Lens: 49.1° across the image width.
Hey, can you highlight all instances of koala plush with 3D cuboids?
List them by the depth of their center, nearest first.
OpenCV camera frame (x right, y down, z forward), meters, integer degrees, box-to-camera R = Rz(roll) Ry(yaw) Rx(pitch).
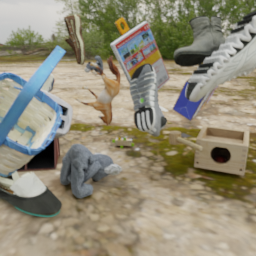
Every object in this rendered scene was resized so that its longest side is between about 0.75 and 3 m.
[{"bbox_3d":[-1.011,1.111,8.091,1.488,1.367,1.319,1,15,-38],"label":"koala plush"},{"bbox_3d":[-1.580,-2.762,12.679,0.792,0.727,0.702,2,59,25],"label":"koala plush"}]

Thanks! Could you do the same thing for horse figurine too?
[{"bbox_3d":[-0.584,-0.857,6.520,1.029,1.552,0.387,35,29,7],"label":"horse figurine"}]

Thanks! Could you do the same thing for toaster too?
[{"bbox_3d":[-2.041,-0.255,6.280,1.126,0.991,1.743,-8,-27,44],"label":"toaster"}]

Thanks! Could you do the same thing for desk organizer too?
[{"bbox_3d":[-3.807,0.778,9.245,2.911,1.044,1.121,-3,21,-8],"label":"desk organizer"}]

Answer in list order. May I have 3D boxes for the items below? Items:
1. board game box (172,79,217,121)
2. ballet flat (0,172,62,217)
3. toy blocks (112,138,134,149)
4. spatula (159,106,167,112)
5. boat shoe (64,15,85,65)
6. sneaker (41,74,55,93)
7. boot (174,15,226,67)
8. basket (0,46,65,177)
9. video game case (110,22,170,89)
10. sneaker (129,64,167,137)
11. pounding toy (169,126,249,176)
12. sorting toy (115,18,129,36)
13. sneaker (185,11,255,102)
[{"bbox_3d":[2.144,-1.085,8.606,0.684,1.126,1.413,35,45,16],"label":"board game box"},{"bbox_3d":[-2.813,1.542,7.175,2.526,0.864,0.859,9,22,25],"label":"ballet flat"},{"bbox_3d":[-0.174,0.548,11.031,0.844,0.422,0.577,2,7,4],"label":"toy blocks"},{"bbox_3d":[0.855,-0.841,10.766,0.849,0.098,1.220,-9,27,-40],"label":"spatula"},{"bbox_3d":[-1.795,-2.845,9.146,0.599,1.620,0.598,-8,-1,-17],"label":"boat shoe"},{"bbox_3d":[-2.352,-1.047,7.926,0.366,0.978,0.413,24,-16,13],"label":"sneaker"},{"bbox_3d":[1.956,-2.489,7.904,2.017,1.317,0.683,-13,-13,-25],"label":"boot"},{"bbox_3d":[-1.533,-0.268,3.976,1.220,1.755,1.547,39,24,-18],"label":"basket"},{"bbox_3d":[0.436,-1.940,8.436,1.425,1.994,0.174,-41,30,-23],"label":"video game case"},{"bbox_3d":[0.632,-0.700,7.992,0.786,2.096,1.210,-11,-27,28],"label":"sneaker"},{"bbox_3d":[2.515,0.770,9.075,2.453,1.122,2.155,8,20,22],"label":"pounding toy"},{"bbox_3d":[0.170,-2.438,9.438,0.337,2.472,1.392,-9,20,41],"label":"sorting toy"},{"bbox_3d":[2.487,-1.525,6.772,1.054,2.602,0.978,42,7,-16],"label":"sneaker"}]
